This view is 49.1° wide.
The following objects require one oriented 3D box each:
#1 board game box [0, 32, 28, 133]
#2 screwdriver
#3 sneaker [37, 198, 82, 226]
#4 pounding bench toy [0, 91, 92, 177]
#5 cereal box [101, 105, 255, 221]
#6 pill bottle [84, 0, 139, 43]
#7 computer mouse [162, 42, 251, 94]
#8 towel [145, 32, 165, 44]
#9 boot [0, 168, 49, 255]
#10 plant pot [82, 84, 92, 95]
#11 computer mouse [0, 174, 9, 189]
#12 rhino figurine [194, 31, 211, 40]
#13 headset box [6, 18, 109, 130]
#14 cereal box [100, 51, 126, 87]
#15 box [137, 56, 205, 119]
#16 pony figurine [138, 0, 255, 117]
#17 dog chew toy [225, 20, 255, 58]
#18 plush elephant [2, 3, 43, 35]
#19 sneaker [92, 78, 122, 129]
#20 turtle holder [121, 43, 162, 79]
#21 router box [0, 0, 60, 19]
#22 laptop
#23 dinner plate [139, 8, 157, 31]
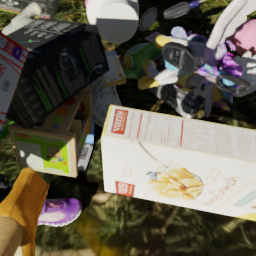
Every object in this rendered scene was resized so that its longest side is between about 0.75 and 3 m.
[{"bbox_3d":[-2.383,0.205,3.618,0.608,2.624,1.988,33,31,-31],"label":"board game box"},{"bbox_3d":[2.645,-4.326,9.544,2.948,0.429,0.411,-15,59,12],"label":"screwdriver"},{"bbox_3d":[-1.891,1.902,6.543,1.570,0.694,0.632,-6,45,-8],"label":"sneaker"},{"bbox_3d":[-2.013,-0.077,6.445,2.118,1.316,1.652,9,45,2],"label":"pounding bench toy"},{"bbox_3d":[1.071,0.678,4.200,2.904,2.089,0.574,9,59,3],"label":"cereal box"},{"bbox_3d":[-0.560,-3.982,9.021,1.633,1.633,2.932,-8,46,-7],"label":"pill bottle"},{"bbox_3d":[1.314,-1.062,4.803,1.678,0.492,0.286,33,63,19],"label":"computer mouse"},{"bbox_3d":[1.260,-4.097,12.734,0.820,0.123,0.600,-35,55,-26],"label":"towel"},{"bbox_3d":[-1.537,1.549,4.241,0.649,1.846,1.321,13,47,2],"label":"boot"},{"bbox_3d":[-1.898,-0.864,8.766,1.680,1.680,1.128,-6,82,-6],"label":"plant pot"},{"bbox_3d":[-3.322,0.801,5.578,1.723,1.193,0.454,7,67,3],"label":"computer mouse"},{"bbox_3d":[1.920,-2.317,8.339,2.015,0.881,0.602,-22,73,-42],"label":"rhino figurine"},{"bbox_3d":[-1.912,-1.177,5.571,1.984,1.057,2.278,21,53,37],"label":"headset box"},{"bbox_3d":[-0.433,-1.397,6.580,0.588,0.162,0.817,-16,83,-33],"label":"cereal box"},{"bbox_3d":[1.760,-1.545,9.621,2.272,0.565,1.792,39,57,16],"label":"box"},{"bbox_3d":[1.791,-1.524,6.252,2.753,2.375,2.852,-42,38,-12],"label":"pony figurine"},{"bbox_3d":[3.528,-2.473,7.887,1.849,1.151,1.151,21,45,-11],"label":"dog chew toy"},{"bbox_3d":[-2.576,-2.123,7.338,1.723,1.419,1.334,-44,100,-22],"label":"plush elephant"},{"bbox_3d":[-0.870,-1.401,9.018,1.109,1.691,2.940,-12,47,-11],"label":"sneaker"},{"bbox_3d":[0.455,-2.301,10.276,1.283,1.373,1.807,28,82,33],"label":"turtle holder"},{"bbox_3d":[-2.925,-3.859,7.866,1.973,1.478,0.613,3,70,-27],"label":"router box"},{"bbox_3d":[-1.727,0.350,7.940,1.345,0.832,1.436,7,46,7],"label":"laptop"},{"bbox_3d":[0.737,-3.923,10.163,0.112,0.925,0.925,23,31,-39],"label":"dinner plate"}]
